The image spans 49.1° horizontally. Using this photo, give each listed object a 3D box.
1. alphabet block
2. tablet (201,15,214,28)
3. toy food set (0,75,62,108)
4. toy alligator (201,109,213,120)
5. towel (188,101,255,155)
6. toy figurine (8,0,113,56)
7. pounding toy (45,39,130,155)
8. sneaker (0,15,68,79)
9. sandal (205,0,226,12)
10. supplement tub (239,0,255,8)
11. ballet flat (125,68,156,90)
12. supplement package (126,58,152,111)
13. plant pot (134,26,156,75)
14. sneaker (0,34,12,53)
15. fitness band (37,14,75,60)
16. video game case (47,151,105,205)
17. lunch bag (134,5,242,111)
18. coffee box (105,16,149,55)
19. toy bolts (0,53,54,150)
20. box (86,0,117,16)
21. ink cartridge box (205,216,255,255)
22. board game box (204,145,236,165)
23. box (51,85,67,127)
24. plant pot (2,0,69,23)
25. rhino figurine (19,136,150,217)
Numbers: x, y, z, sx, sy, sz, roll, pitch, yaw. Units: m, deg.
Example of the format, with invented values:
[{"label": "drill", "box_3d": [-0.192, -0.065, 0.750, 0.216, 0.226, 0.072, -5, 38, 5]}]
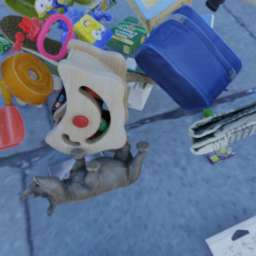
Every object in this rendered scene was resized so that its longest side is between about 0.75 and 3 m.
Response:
[{"label": "alphabet block", "box_3d": [0.802, -3.736, 7.742, 1.514, 1.542, 1.506, -31, 88, 8]}, {"label": "tablet", "box_3d": [2.598, -3.779, 11.573, 1.670, 0.175, 2.567, 0, 53, 24]}, {"label": "toy food set", "box_3d": [-3.219, -1.325, 9.842, 2.200, 0.990, 1.050, -21, 41, -36]}, {"label": "toy alligator", "box_3d": [2.688, -0.361, 9.238, 0.467, 0.427, 1.575, -6, 54, -4]}, {"label": "towel", "box_3d": [2.577, -0.093, 5.633, 2.819, 2.928, 0.506, -22, 75, 11]}, {"label": "toy figurine", "box_3d": [-1.066, -2.154, 6.429, 1.745, 1.536, 2.912, 39, 43, -14]}, {"label": "pounding toy", "box_3d": [-0.803, -0.516, 5.838, 1.629, 2.848, 1.634, 2, 45, 3]}, {"label": "sneaker", "box_3d": [-2.609, -2.235, 8.473, 2.811, 1.262, 0.943, 31, 67, 13]}, {"label": "sandal", "box_3d": [2.234, -3.310, 7.383, 0.465, 0.296, 1.238, 42, 47, -3]}, {"label": "supplement tub", "box_3d": [3.548, -4.051, 7.816, 1.108, 1.108, 1.529, -37, 60, -24]}, {"label": "ballet flat", "box_3d": [0.303, -1.332, 7.788, 1.611, 0.526, 0.568, 3, 22, -36]}, {"label": "supplement package", "box_3d": [0.228, -1.521, 9.707, 1.031, 1.023, 1.358, 17, 56, 12]}, {"label": "plant pot", "box_3d": [0.847, -1.829, 7.145, 0.974, 1.214, 1.214, 22, 55, -7]}, {"label": "sneaker", "box_3d": [-5.679, -3.523, 11.381, 1.745, 0.681, 0.743, 14, 56, 9]}, {"label": "fitness band", "box_3d": [-1.362, -1.709, 5.297, 0.160, 0.615, 0.856, 30, 94, 44]}, {"label": "video game case", "box_3d": [-1.364, 1.358, 8.164, 1.728, 0.164, 1.235, -19, 56, -15]}, {"label": "lunch bag", "box_3d": [1.343, -1.403, 5.940, 2.072, 1.408, 1.371, 42, 81, -11]}, {"label": "coffee box", "box_3d": [0.066, -3.853, 11.527, 1.326, 0.474, 2.156, 26, 49, 16]}, {"label": "toy bolts", "box_3d": [-3.059, -0.423, 5.770, 1.916, 2.639, 2.763, -28, 63, 28]}, {"label": "box", "box_3d": [-1.004, -4.592, 10.541, 1.223, 0.393, 0.429, -24, 45, 22]}, {"label": "ink cartridge box", "box_3d": [2.947, 3.126, 6.723, 1.760, 0.393, 1.550, -19, 57, -14]}, {"label": "board game box", "box_3d": [2.800, 0.772, 8.614, 0.855, 0.138, 0.513, -19, 60, -14]}, {"label": "box", "box_3d": [-1.367, -0.911, 7.445, 0.410, 1.486, 2.175, 20, 59, 0]}, {"label": "plant pot", "box_3d": [-2.635, -4.469, 8.465, 1.967, 1.967, 1.809, 6, 87, 5]}, {"label": "rhino figurine", "box_3d": [-0.853, 1.036, 5.833, 2.741, 1.199, 0.820, -17, 44, -24]}]
